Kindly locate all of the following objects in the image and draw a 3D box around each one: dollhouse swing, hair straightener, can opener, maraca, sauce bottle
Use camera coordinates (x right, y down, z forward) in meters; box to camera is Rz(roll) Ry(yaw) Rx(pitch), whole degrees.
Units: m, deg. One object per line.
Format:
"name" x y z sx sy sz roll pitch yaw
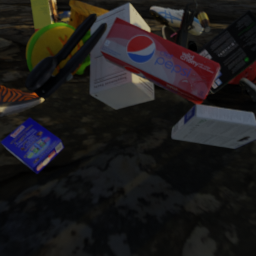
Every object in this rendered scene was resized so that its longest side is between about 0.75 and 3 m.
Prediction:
"dollhouse swing" -1.223 -3.453 10.188 2.125 1.931 1.868 18 27 -3
"hair straightener" 2.061 -3.405 9.457 0.403 1.970 0.758 18 -2 -36
"can opener" -1.522 -1.814 7.233 2.645 0.838 1.040 -45 20 -5
"maraca" -1.956 -2.268 8.545 1.390 1.781 2.598 34 30 24
"sauce bottle" 2.946 -4.085 10.838 0.346 0.346 1.071 -1 52 -1

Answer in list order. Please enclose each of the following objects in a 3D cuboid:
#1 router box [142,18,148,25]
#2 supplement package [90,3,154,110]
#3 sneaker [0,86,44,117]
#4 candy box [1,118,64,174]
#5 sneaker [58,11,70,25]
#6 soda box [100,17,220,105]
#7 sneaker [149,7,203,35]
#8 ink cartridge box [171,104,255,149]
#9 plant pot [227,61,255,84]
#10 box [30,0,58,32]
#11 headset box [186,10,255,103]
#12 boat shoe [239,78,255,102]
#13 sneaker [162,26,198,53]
"router box" 0.404 -3.626 10.206 0.639 0.212 0.813 -34 26 26
"supplement package" -0.192 -2.089 8.553 1.471 1.416 2.586 -11 69 28
"sneaker" -3.655 -1.102 8.279 0.964 1.392 2.484 -18 4 31
"candy box" -2.387 0.427 7.040 1.149 0.443 0.972 34 63 17
"sneaker" -2.463 -4.375 11.804 0.635 0.743 1.686 -2 5 5
"soda box" 0.671 -1.425 6.121 2.453 0.859 0.778 26 -1 8
"sneaker" 2.071 -4.663 11.785 2.471 0.896 0.888 14 9 -13
"ink cartridge box" 2.161 0.020 6.759 1.806 1.773 0.391 8 71 -6
"plant pot" 5.660 -2.907 13.685 1.488 1.634 1.634 6 33 -7
"box" -3.201 -3.749 11.197 0.747 2.982 1.122 -6 6 4
"headset box" 2.631 -1.977 8.574 2.239 1.193 2.572 -39 2 -3
"boat shoe" 3.728 -1.181 8.691 0.363 0.439 1.281 -35 26 11
"sneaker" 2.306 -3.711 12.071 0.733 2.074 1.029 -34 0 -20
